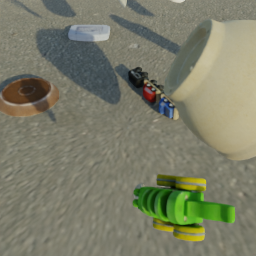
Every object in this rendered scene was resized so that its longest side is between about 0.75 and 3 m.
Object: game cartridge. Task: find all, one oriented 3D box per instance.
[{"bbox_3d":[-1.581,-3.900,11.481,1.617,0.331,1.076,1,38,1],"label":"game cartridge"}]

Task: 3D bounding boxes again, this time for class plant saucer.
[{"bbox_3d":[-2.941,-0.996,8.198,1.788,0.308,1.788,-1,41,0],"label":"plant saucer"}]

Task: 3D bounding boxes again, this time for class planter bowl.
[{"bbox_3d":[1.476,-0.760,4.352,1.442,2.142,2.142,26,41,-12],"label":"planter bowl"}]

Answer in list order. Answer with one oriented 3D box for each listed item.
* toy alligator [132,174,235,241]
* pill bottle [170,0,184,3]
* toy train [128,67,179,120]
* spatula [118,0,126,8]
[{"bbox_3d":[0.310,0.810,3.133,0.531,1.957,0.580,10,80,-23],"label":"toy alligator"},{"bbox_3d":[1.338,-4.007,6.271,1.118,2.008,1.118,20,43,-19],"label":"pill bottle"},{"bbox_3d":[0.725,-1.059,8.160,0.590,0.440,2.577,-23,46,-19],"label":"toy train"},{"bbox_3d":[-0.545,-3.644,5.929,0.168,2.095,1.456,-34,78,-5],"label":"spatula"}]
